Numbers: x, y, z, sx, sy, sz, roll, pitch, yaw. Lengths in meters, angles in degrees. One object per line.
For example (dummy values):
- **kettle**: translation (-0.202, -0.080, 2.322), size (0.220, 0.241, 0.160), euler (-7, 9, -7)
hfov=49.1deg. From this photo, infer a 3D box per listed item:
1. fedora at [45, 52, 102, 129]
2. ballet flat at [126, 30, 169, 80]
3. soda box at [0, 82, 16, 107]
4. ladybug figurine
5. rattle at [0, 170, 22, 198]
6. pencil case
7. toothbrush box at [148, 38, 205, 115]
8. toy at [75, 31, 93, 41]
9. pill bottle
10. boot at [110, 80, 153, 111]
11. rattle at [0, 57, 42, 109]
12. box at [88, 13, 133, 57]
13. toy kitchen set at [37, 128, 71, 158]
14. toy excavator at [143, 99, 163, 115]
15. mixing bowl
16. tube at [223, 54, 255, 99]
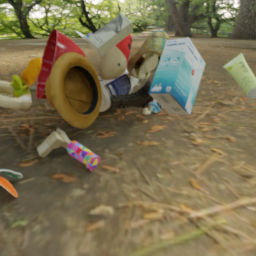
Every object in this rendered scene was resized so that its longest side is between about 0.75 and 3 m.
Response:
- **fedora**: translation (-1.666, -1.044, 8.149), size (0.932, 2.285, 2.285), euler (0, 19, 29)
- **ballet flat**: translation (0.598, -2.232, 9.824), size (1.017, 1.017, 2.878), euler (-9, -14, -21)
- **soda box**: translation (-5.564, -1.333, 11.516), size (2.448, 0.829, 0.783), euler (-11, 24, -25)
- **ladybug figurine**: translation (-0.404, -2.682, 9.889), size (0.906, 1.710, 2.518), euler (13, 52, -5)
- **rattle**: translation (-3.630, 0.526, 5.709), size (2.655, 1.897, 1.729), euler (0, 6, 14)
- **pencil case**: translation (-1.118, 0.674, 6.922), size (0.912, 0.403, 0.403), euler (30, 35, 32)
- **toothbrush box**: translation (1.111, -1.110, 6.186), size (0.583, 1.367, 1.001), euler (6, -21, 39)
- **toy**: translation (-1.310, -3.446, 11.116), size (1.526, 0.360, 0.879), euler (45, 16, 19)
- **pill bottle**: translation (-0.594, -1.666, 11.208), size (1.262, 1.262, 2.272), euler (16, 38, 34)
- **boot**: translation (0.074, -1.039, 9.620), size (1.409, 1.618, 0.560), euler (-3, 62, -12)
- **rattle**: translation (-3.378, -1.257, 7.179), size (1.957, 1.398, 1.274), euler (14, 41, -30)
- **box**: translation (-0.506, -2.705, 8.144), size (1.273, 0.435, 0.523), euler (-41, 71, -8)
- **toy kitchen set**: translation (-1.948, 0.447, 7.494), size (0.750, 0.677, 0.612), euler (39, 9, -50)
- **toy excavator**: translation (0.930, -0.724, 10.682), size (0.396, 0.792, 0.770), euler (19, -15, 35)
- **mixing bowl**: translation (-2.209, -2.011, 9.652), size (1.309, 2.417, 2.417), euler (11, 15, -27)
- **tube**: translation (2.635, -1.203, 6.447), size (0.393, 0.351, 1.354), euler (-5, 45, -3)
